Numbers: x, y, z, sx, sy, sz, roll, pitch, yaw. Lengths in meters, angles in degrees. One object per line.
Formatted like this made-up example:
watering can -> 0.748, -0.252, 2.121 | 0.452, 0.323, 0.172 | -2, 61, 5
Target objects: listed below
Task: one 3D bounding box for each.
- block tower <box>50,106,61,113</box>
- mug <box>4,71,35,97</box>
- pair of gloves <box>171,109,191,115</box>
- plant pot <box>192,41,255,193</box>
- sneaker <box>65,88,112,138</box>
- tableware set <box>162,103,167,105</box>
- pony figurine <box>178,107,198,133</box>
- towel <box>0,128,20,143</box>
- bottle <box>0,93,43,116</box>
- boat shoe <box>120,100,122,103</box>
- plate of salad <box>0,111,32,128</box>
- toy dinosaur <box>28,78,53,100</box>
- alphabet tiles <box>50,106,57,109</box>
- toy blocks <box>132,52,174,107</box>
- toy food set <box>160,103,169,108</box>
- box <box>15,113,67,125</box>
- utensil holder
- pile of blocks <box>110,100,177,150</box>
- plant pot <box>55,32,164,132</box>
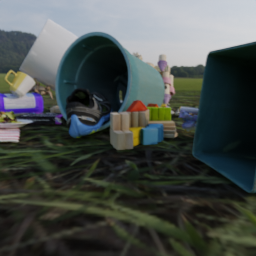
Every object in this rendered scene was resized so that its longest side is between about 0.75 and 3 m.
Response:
block tower -> -2.672, -0.642, 10.977 | 0.390, 0.365, 1.350 | -3, 10, 2
mug -> -4.053, -1.596, 10.372 | 0.914, 0.750, 0.732 | 29, -20, -5
pair of gloves -> 1.805, -0.623, 10.944 | 1.344, 0.236, 1.143 | 1, 5, 34
plant pot -> 2.581, -0.155, 4.156 | 2.518, 1.780, 1.779 | 4, 9, -11
sneaker -> -1.026, -0.598, 7.402 | 0.904, 1.056, 2.549 | -11, 17, 9
tableware set -> 1.523, -1.171, 14.739 | 0.931, 0.187, 0.616 | -5, 15, -25
pony figurine -> 1.978, -0.230, 6.064 | 1.694, 1.411, 1.635 | -3, -15, 43
towel -> -3.107, 0.193, 6.625 | 1.009, 0.206, 1.378 | -1, 9, -20
bottle -> -4.732, -0.863, 10.690 | 2.744, 0.896, 1.146 | -6, 10, -32
boat shoe -> -0.931, -1.428, 14.488 | 1.781, 0.634, 0.621 | 8, 23, 13
plate of salad -> -3.397, -0.240, 7.325 | 1.716, 0.412, 1.716 | 2, 5, 0
toy dinosaur -> -3.448, -1.510, 11.228 | 1.208, 0.518, 0.818 | 25, -10, 0
alphabet tiles -> -2.390, -0.917, 13.244 | 2.344, 0.171, 2.292 | 6, 11, 32
toy blocks -> 0.895, -2.033, 13.955 | 2.576, 2.320, 2.756 | 0, -20, 16
toy food set -> 1.466, -0.905, 12.781 | 0.888, 0.290, 0.522 | -8, 14, -6
box -> -2.766, -0.318, 9.335 | 1.617, 0.292, 1.156 | 2, 9, 5
utensil holder -> -2.582, -2.606, 11.680 | 2.998, 2.548, 2.548 | 29, -3, -24
pile of blocks -> 0.510, -0.220, 6.786 | 1.226, 0.928, 2.986 | 4, 11, 21
plant pot -> -0.324, -1.185, 8.485 | 2.650, 2.650, 2.596 | 6, 3, 33
